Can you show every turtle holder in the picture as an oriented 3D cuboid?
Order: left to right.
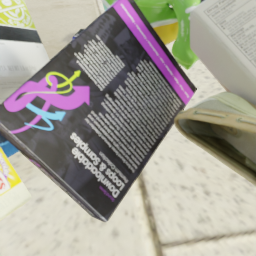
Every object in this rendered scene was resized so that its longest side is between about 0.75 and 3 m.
[{"bbox_3d":[0.657,-2.534,5.642,2.693,1.912,2.046,29,60,19],"label":"turtle holder"}]

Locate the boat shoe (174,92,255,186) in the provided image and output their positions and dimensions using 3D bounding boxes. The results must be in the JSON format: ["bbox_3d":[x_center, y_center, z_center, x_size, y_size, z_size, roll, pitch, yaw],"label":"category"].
[{"bbox_3d":[1.288,0.262,2.797,0.737,0.855,2.344,-18,31,-11],"label":"boat shoe"}]

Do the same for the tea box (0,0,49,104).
[{"bbox_3d":[-3.064,-1.505,4.407,2.624,1.753,2.582,-20,84,-55],"label":"tea box"}]

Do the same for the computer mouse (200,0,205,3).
[{"bbox_3d":[2.023,-2.899,7.243,0.527,1.798,0.306,-32,7,-15],"label":"computer mouse"}]

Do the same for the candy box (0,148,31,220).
[{"bbox_3d":[-1.863,0.032,2.424,0.282,2.139,1.093,-28,5,36],"label":"candy box"}]

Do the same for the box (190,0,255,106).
[{"bbox_3d":[1.912,-0.668,3.406,1.159,0.949,2.440,-33,72,2],"label":"box"}]

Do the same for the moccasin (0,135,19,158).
[{"bbox_3d":[-3.021,0.350,6.324,0.714,0.843,2.094,43,43,22],"label":"moccasin"}]

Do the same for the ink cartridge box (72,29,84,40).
[{"bbox_3d":[-1.849,-3.651,11.197,0.526,0.206,1.111,10,45,11],"label":"ink cartridge box"}]

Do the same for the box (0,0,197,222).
[{"bbox_3d":[-0.236,-0.352,3.703,0.453,1.795,2.511,-10,36,54],"label":"box"}]
